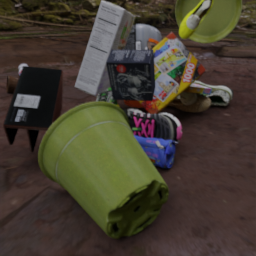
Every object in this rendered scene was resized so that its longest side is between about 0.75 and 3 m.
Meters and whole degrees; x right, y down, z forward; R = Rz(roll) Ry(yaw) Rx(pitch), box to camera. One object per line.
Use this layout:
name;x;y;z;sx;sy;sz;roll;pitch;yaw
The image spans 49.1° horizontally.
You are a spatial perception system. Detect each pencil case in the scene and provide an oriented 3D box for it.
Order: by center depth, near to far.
pencil case;0.350;0.530;7.405;1.837;0.798;0.717;11;63;25

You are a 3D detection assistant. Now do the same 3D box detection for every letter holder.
letter holder;-2.388;-0.355;7.452;1.066;1.506;2.119;4;49;-8

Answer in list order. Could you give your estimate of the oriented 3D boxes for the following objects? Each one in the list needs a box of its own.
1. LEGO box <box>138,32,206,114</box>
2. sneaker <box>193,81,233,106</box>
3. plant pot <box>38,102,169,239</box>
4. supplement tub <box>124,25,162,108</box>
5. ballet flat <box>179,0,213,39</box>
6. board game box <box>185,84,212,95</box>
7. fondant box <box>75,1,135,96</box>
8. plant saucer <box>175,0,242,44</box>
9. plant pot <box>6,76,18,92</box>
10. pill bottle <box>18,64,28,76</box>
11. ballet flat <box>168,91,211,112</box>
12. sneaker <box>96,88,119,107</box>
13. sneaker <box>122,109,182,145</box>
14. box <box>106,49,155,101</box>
LEGO box;1.115;-1.697;9.310;2.257;1.681;0.871;-42;-4;3
sneaker;3.055;-1.318;11.449;2.355;0.906;1.044;6;29;18
plant pot;-0.334;0.916;5.440;2.160;2.160;2.051;-16;41;-31
supplement tub;0.492;-2.329;10.849;1.741;2.843;1.741;-1;-14;0
ballet flat;2.051;-3.340;8.368;0.497;1.487;0.498;38;-4;-6
board game box;2.422;-1.489;10.482;1.125;0.227;0.861;1;19;-30
fondant box;-0.615;-2.204;7.952;0.678;2.328;1.680;24;19;3
plant saucer;2.623;-3.892;9.218;2.119;2.119;0.329;11;27;22
plant pot;-5.272;-2.024;13.276;0.841;0.786;0.786;4;19;-30
pill bottle;-3.309;-1.699;9.130;0.409;0.409;0.752;-15;65;-31
ballet flat;2.034;-1.168;11.034;2.404;0.848;0.785;12;-15;39
sneaker;-0.908;-0.887;10.016;0.874;0.954;2.240;-4;19;9
sneaker;0.331;-0.008;8.179;1.171;0.987;2.677;-8;17;-38
box;0.093;-1.167;6.267;0.951;1.044;0.544;3;46;12
